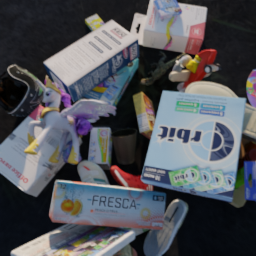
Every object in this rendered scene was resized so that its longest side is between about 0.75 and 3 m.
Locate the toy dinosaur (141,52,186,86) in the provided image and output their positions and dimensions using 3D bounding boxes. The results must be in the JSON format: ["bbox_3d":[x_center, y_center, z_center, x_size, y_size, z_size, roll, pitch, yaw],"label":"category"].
[{"bbox_3d":[1.129,-2.126,9.586,1.741,0.413,0.767,-38,51,19],"label":"toy dinosaur"}]

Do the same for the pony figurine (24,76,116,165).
[{"bbox_3d":[-1.692,-0.159,7.830,2.191,1.890,2.270,17,69,-26],"label":"pony figurine"}]

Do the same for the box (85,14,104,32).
[{"bbox_3d":[-1.176,-3.879,10.711,0.547,0.226,0.932,-31,68,-14],"label":"box"}]

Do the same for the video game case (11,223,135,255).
[{"bbox_3d":[-1.180,2.639,6.296,1.881,2.065,0.237,-2,94,36],"label":"video game case"}]

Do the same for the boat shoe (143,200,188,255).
[{"bbox_3d":[1.083,2.756,7.557,0.646,0.557,1.795,38,98,36],"label":"boat shoe"}]

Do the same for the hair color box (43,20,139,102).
[{"bbox_3d":[-1.108,-2.188,8.990,2.772,0.839,1.386,-38,64,-17],"label":"hair color box"}]

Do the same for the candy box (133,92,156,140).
[{"bbox_3d":[0.572,-0.364,8.848,0.378,0.781,1.338,-20,64,22],"label":"candy box"}]

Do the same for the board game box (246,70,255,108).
[{"bbox_3d":[5.475,-1.313,9.448,2.757,0.537,2.179,-9,67,-4],"label":"board game box"}]

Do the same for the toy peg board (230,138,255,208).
[{"bbox_3d":[2.838,0.217,8.296,2.955,1.445,2.943,33,71,13],"label":"toy peg board"}]

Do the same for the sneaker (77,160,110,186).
[{"bbox_3d":[-0.904,1.695,7.666,0.621,0.824,1.763,-32,85,17],"label":"sneaker"}]

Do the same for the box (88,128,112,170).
[{"bbox_3d":[-0.834,0.626,8.543,0.586,0.650,1.155,0,66,5],"label":"box"}]

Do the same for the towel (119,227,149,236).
[{"bbox_3d":[-0.050,2.413,8.037,1.849,0.216,1.410,-22,69,-9],"label":"towel"}]

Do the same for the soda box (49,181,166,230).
[{"bbox_3d":[-0.491,1.902,6.908,2.723,0.866,0.931,11,77,-17],"label":"soda box"}]

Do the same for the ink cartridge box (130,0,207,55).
[{"bbox_3d":[1.419,-3.748,10.289,2.631,0.888,1.532,10,67,4],"label":"ink cartridge box"}]

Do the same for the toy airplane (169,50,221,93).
[{"bbox_3d":[2.063,-1.805,9.106,1.625,1.632,1.152,-32,71,4],"label":"toy airplane"}]

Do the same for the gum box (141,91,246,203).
[{"bbox_3d":[1.659,0.360,7.025,2.136,0.560,2.515,9,70,20],"label":"gum box"}]

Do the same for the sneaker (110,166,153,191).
[{"bbox_3d":[0.159,1.424,7.943,0.811,0.550,1.404,-43,110,-15],"label":"sneaker"}]

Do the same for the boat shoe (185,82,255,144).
[{"bbox_3d":[2.956,-0.340,7.809,2.985,0.889,1.072,28,84,23],"label":"boat shoe"}]

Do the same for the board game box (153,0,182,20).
[{"bbox_3d":[1.391,-4.274,9.930,0.794,0.173,0.798,-18,68,-8],"label":"board game box"}]

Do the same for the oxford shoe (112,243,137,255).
[{"bbox_3d":[-0.216,3.140,6.530,0.736,2.079,0.767,-35,90,-6],"label":"oxford shoe"}]

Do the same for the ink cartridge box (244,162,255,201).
[{"bbox_3d":[3.666,1.321,6.764,1.648,0.346,0.984,1,77,12],"label":"ink cartridge box"}]

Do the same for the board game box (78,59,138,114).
[{"bbox_3d":[-0.821,-1.735,9.644,1.615,0.502,2.139,23,69,10],"label":"board game box"}]

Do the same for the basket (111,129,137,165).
[{"bbox_3d":[-0.091,0.571,8.370,0.831,0.922,0.627,-17,23,-32],"label":"basket"}]

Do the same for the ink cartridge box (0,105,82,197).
[{"bbox_3d":[-2.723,0.675,8.387,1.616,0.913,2.205,34,71,13],"label":"ink cartridge box"}]

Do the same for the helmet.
[{"bbox_3d":[-3.384,-1.086,8.833,1.449,1.520,1.520,46,72,-12],"label":"helmet"}]
